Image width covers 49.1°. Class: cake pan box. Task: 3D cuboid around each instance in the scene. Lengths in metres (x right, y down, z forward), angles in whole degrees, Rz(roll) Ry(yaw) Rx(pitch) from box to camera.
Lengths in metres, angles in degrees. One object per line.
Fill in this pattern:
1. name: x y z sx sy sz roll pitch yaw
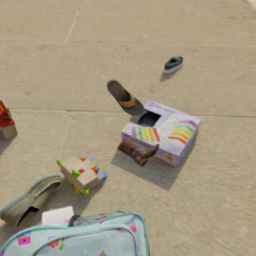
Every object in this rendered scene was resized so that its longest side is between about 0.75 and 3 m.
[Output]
1. cake pan box: 1.128 0.071 9.703 2.225 0.582 2.049 24 47 23

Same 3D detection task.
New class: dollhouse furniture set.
1. dollhouse furniture set: -5.032 0.026 9.271 2.325 1.211 2.350 -25 49 -24

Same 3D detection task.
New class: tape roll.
1. tape roll: -1.644 2.512 6.834 0.706 1.029 1.029 -11 45 -12

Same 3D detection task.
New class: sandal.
1. sandal: -0.058 -0.878 8.169 0.559 1.368 0.373 -44 13 -12

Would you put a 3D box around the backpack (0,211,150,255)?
1. backpack: -0.994 2.994 5.249 2.978 2.283 2.618 -8 74 1

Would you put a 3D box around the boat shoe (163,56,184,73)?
1. boat shoe: 2.157 -3.032 12.948 0.523 0.515 1.451 27 50 25

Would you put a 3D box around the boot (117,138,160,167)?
1. boot: 0.238 0.434 6.667 0.816 0.262 0.761 36 62 23

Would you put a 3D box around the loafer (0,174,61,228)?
1. loafer: -2.542 2.010 7.698 0.654 0.706 1.878 41 59 18

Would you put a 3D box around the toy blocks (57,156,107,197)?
1. toy blocks: -1.311 1.290 8.449 1.460 0.729 0.998 35 42 29
